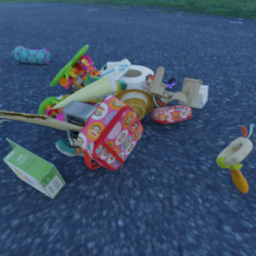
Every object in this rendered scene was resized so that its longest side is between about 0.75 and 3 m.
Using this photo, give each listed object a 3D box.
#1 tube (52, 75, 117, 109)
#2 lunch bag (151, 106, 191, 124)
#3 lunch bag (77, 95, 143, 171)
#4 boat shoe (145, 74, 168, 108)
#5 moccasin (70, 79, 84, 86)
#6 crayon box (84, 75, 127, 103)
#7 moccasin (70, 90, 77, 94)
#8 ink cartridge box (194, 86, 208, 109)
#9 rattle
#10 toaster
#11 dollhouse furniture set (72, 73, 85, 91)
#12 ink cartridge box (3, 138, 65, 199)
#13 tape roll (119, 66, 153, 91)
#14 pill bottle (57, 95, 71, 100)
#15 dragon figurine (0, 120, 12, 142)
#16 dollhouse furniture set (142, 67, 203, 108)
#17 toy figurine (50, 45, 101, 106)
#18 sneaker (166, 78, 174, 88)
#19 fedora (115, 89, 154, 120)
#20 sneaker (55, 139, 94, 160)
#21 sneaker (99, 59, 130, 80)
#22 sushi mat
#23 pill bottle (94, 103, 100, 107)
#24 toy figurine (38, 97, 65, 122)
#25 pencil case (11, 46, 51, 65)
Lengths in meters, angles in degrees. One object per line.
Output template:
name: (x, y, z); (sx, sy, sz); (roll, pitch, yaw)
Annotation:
tube: (-1.738, -1.279, 11.022); (2.625, 0.762, 0.682); (-21, 53, 20)
lunch bag: (1.752, -0.613, 11.791); (1.525, 0.625, 1.343); (-9, 11, -16)
lunch bag: (-0.576, 0.356, 8.658); (0.986, 2.407, 2.120); (33, 81, 24)
boat shoe: (1.350, -1.824, 13.114); (0.659, 0.580, 1.853); (-6, 65, -33)
moccasin: (-2.786, -2.403, 15.032); (1.179, 0.431, 0.455); (2, 13, -13)
crayon box: (-1.001, -1.580, 12.002); (1.749, 1.039, 0.509); (5, 22, -26)
moccasin: (-2.536, -1.664, 13.901); (0.841, 0.308, 0.325); (36, 43, 27)
ink cartridge box: (3.281, -1.495, 13.245); (0.731, 0.744, 1.011); (11, 33, 25)
rattle: (3.672, 0.864, 8.698); (1.301, 1.185, 1.821); (41, 47, 12)
toaster: (-1.607, -0.123, 10.506); (1.573, 1.423, 0.934); (16, 40, 23)
dollhouse furniture set: (-2.594, -2.548, 14.569); (0.559, 0.478, 1.079); (-29, 55, 26)
ink cartridge box: (-2.994, 1.212, 8.438); (2.107, 1.094, 0.625); (23, 58, 26)
tape roll: (0.105, -2.487, 14.748); (2.457, 0.859, 2.457); (1, 32, 0)
pill bottle: (-2.817, -1.225, 13.005); (1.050, 0.574, 0.574); (-2, 32, -2)
dragon figurine: (-5.173, 0.262, 10.629); (0.583, 0.985, 1.981); (2, 13, 7)
dollhouse furniture set: (1.680, -1.731, 11.388); (1.340, 1.145, 2.585); (20, 6, 43)
toy figurine: (-1.779, -1.978, 12.516); (2.314, 2.514, 1.888); (43, 24, -10)
sneaker: (2.270, -2.449, 15.079); (0.305, 0.437, 0.878); (15, 35, 22)
fedora: (0.204, -0.773, 11.402); (1.835, 1.835, 0.748); (2, 53, 2)
sneaker: (-1.550, 0.562, 9.273); (1.704, 0.681, 0.608); (17, 33, -44)
sneaker: (-0.665, -2.785, 13.418); (0.885, 0.935, 2.314); (-32, 16, 44)
sushi mat: (-2.030, -0.100, 7.870); (1.415, 0.179, 2.957); (6, -5, 19)
pill bottle: (-0.636, -0.256, 11.061); (1.005, 1.005, 1.773); (-28, 41, -36)
toy figurine: (-2.792, -0.577, 11.790); (1.303, 1.063, 1.415); (36, 41, 27)
pencil case: (-6.171, -4.667, 18.012); (2.293, 1.060, 0.976); (6, 16, 7)
